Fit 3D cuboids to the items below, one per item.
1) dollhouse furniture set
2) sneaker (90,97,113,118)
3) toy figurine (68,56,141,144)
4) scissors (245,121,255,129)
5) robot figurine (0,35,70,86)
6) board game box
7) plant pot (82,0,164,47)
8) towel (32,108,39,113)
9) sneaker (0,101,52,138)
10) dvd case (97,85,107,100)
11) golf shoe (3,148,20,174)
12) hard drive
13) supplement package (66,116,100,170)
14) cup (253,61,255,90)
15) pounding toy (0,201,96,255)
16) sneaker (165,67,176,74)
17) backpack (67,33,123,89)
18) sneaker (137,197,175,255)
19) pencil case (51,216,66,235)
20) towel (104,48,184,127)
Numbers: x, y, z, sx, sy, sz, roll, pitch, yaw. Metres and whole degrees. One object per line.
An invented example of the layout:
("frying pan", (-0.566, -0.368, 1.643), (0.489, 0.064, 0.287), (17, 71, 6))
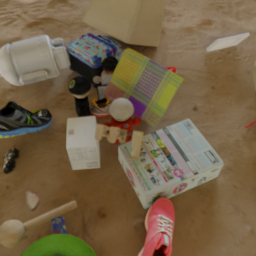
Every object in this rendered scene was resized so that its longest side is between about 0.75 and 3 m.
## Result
("dollhouse furniture set", (-0.257, 0.420, 8.232), (1.250, 1.148, 0.813), (9, 88, 13))
("sneaker", (-0.540, -0.813, 10.380), (1.729, 0.710, 0.673), (-8, 51, -7))
("toy figurine", (-0.446, -1.136, 9.872), (2.704, 1.881, 2.662), (29, 56, 22))
("scissors", (4.762, -0.246, 10.247), (1.389, 0.508, 0.097), (-18, 71, -41))
("robot figurine", (-3.878, -2.682, 11.222), (2.940, 1.660, 2.493), (-17, 49, -7))
("board game box", (1.261, 1.041, 8.776), (2.643, 0.850, 1.950), (-19, 53, -16))
("plant pot", (0.084, -5.267, 12.307), (2.695, 2.389, 2.698), (34, 27, 24))
("towel", (-3.665, -0.357, 10.408), (0.434, 0.091, 1.009), (31, 57, 22))
("sneaker", (-3.504, -0.361, 9.222), (0.946, 1.106, 2.670), (-3, 8, 28))
("dvd case", (-0.642, -1.333, 10.783), (1.059, 0.755, 0.093), (-6, 36, -5))
("golf shoe", (-3.881, 1.095, 9.111), (0.436, 0.358, 0.922), (-6, 48, 22))
("hard drive", (4.510, -3.916, 12.732), (1.604, 1.058, 0.203), (-16, 85, -15))
("supplement package", (-1.417, 0.499, 8.955), (0.917, 1.246, 1.192), (-5, 50, -4))
("cup", (5.641, -1.844, 10.876), (1.744, 1.247, 1.744), (-1, 50, 1))
("pounding toy", (-1.775, 3.171, 6.320), (2.199, 1.322, 2.849), (-17, 66, -16))
("sneaker", (1.239, -2.313, 11.574), (1.707, 0.725, 0.657), (-13, 49, -13))
("backpack", (-1.130, -3.036, 11.694), (2.277, 1.532, 2.079), (-36, 58, -27))
("sneaker", (0.862, 2.805, 7.104), (0.860, 1.012, 2.333), (26, 54, -7))
("pencil case", (-1.827, 2.876, 7.576), (0.361, 0.402, 0.925), (-33, 51, 10))
("towel", (0.407, -1.426, 9.494), (2.627, 0.299, 1.887), (35, 103, 30))
